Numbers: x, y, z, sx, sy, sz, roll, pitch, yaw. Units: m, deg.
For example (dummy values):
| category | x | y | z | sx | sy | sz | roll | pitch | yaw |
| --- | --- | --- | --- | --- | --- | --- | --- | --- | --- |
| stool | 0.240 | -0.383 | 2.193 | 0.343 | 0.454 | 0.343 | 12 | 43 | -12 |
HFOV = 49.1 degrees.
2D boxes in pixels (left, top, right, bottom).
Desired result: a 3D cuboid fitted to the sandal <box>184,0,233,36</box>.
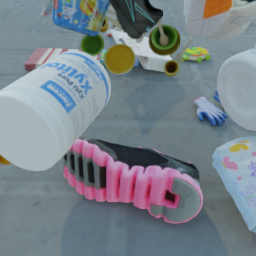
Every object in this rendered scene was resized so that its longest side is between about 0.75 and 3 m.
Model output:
| category | x | y | z | sx | sy | sz | roll | pitch | yaw |
| --- | --- | --- | --- | --- | --- | --- | --- | --- | --- |
| sandal | 1.335 | -2.552 | 4.593 | 0.797 | 2.081 | 0.596 | -10 | 49 | -5 |

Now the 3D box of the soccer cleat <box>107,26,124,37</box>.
| category | x | y | z | sx | sy | sz | roll | pitch | yaw |
| --- | --- | --- | --- | --- | --- | --- | --- | --- | --- |
| soccer cleat | -0.447 | -4.578 | 12.988 | 1.203 | 0.512 | 0.413 | -19 | 41 | -23 |

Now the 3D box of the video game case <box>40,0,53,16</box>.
| category | x | y | z | sx | sy | sz | roll | pitch | yaw |
| --- | --- | --- | --- | --- | --- | --- | --- | --- | --- |
| video game case | -1.956 | -3.227 | 7.154 | 0.066 | 0.754 | 0.539 | 33 | 24 | -8 |

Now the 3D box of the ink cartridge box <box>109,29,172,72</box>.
| category | x | y | z | sx | sy | sz | roll | pitch | yaw |
| --- | --- | --- | --- | --- | --- | --- | --- | --- | --- |
| ink cartridge box | 0.386 | -2.808 | 10.155 | 1.941 | 0.487 | 2.236 | 4 | 35 | -20 |

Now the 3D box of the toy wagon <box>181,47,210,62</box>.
| category | x | y | z | sx | sy | sz | roll | pitch | yaw |
| --- | --- | --- | --- | --- | --- | --- | --- | --- | --- |
| toy wagon | 2.508 | -2.819 | 10.817 | 1.240 | 0.245 | 0.962 | -20 | 40 | -25 |

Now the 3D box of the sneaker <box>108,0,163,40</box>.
| category | x | y | z | sx | sy | sz | roll | pitch | yaw |
| --- | --- | --- | --- | --- | --- | --- | --- | --- | --- |
| sneaker | -0.088 | -1.990 | 3.922 | 0.598 | 1.508 | 0.568 | -21 | 40 | 32 |

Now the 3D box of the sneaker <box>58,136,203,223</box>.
| category | x | y | z | sx | sy | sz | roll | pitch | yaw |
| --- | --- | --- | --- | --- | --- | --- | --- | --- | --- |
| sneaker | 0.039 | 0.766 | 5.427 | 2.902 | 1.147 | 1.384 | 18 | 26 | 16 |

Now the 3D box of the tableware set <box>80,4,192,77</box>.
| category | x | y | z | sx | sy | sz | roll | pitch | yaw |
| --- | --- | --- | --- | --- | --- | --- | --- | --- | --- |
| tableware set | 0.145 | -1.880 | 6.318 | 2.331 | 1.570 | 0.358 | 28 | 1 | 9 |

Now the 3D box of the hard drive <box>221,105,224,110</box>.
| category | x | y | z | sx | sy | sz | roll | pitch | yaw |
| --- | --- | --- | --- | --- | --- | --- | --- | --- | --- |
| hard drive | 2.958 | -0.763 | 8.068 | 0.579 | 0.182 | 0.859 | 9 | 37 | 13 |

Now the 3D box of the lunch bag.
| category | x | y | z | sx | sy | sz | roll | pitch | yaw |
| --- | --- | --- | --- | --- | --- | --- | --- | --- | --- |
| lunch bag | 2.537 | 1.005 | 4.838 | 1.897 | 1.206 | 1.609 | 1 | 37 | -15 |

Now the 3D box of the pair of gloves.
| category | x | y | z | sx | sy | sz | roll | pitch | yaw |
| --- | --- | --- | --- | --- | --- | --- | --- | --- | --- |
| pair of gloves | 2.528 | -0.621 | 7.665 | 1.554 | 0.177 | 1.249 | -20 | 43 | -10 |

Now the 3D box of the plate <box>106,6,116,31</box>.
| category | x | y | z | sx | sy | sz | roll | pitch | yaw |
| --- | --- | --- | --- | --- | --- | --- | --- | --- | --- |
| plate | -0.700 | -3.318 | 7.356 | 1.154 | 1.151 | 0.186 | 32 | 33 | -19 |

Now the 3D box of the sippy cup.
| category | x | y | z | sx | sy | sz | roll | pitch | yaw |
| --- | --- | --- | --- | --- | --- | --- | --- | --- | --- |
| sippy cup | -0.880 | -2.472 | 5.354 | 1.313 | 1.225 | 1.672 | -1 | 25 | -42 |

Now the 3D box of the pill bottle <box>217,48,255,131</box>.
| category | x | y | z | sx | sy | sz | roll | pitch | yaw |
| --- | --- | --- | --- | --- | --- | --- | --- | --- | --- |
| pill bottle | 2.500 | -0.823 | 4.261 | 2.011 | 1.144 | 1.144 | -22 | 41 | -17 |

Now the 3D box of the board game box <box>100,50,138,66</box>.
| category | x | y | z | sx | sy | sz | roll | pitch | yaw |
| --- | --- | --- | --- | --- | --- | --- | --- | --- | --- |
| board game box | -0.329 | -2.645 | 10.572 | 1.386 | 0.254 | 1.049 | 0 | 36 | -1 |

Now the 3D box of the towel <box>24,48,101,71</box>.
| category | x | y | z | sx | sy | sz | roll | pitch | yaw |
| --- | --- | --- | --- | --- | --- | --- | --- | --- | --- |
| towel | -2.340 | -2.552 | 10.447 | 2.562 | 0.291 | 1.845 | 2 | 34 | 0 |

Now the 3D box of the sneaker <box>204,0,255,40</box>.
| category | x | y | z | sx | sy | sz | roll | pitch | yaw |
| --- | --- | --- | --- | --- | --- | --- | --- | --- | --- |
| sneaker | 2.279 | -2.550 | 5.698 | 1.076 | 0.944 | 2.684 | -14 | 0 | -24 |

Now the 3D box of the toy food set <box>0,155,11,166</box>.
| category | x | y | z | sx | sy | sz | roll | pitch | yaw |
| --- | --- | --- | --- | --- | --- | --- | --- | --- | --- |
| toy food set | -1.718 | 0.105 | 2.748 | 1.160 | 0.522 | 0.554 | 40 | 32 | -16 |

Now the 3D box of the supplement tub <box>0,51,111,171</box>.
| category | x | y | z | sx | sy | sz | roll | pitch | yaw |
| --- | --- | --- | --- | --- | --- | --- | --- | --- | --- |
| supplement tub | -0.755 | -0.242 | 2.919 | 0.821 | 0.821 | 1.245 | 10 | 35 | 14 |
